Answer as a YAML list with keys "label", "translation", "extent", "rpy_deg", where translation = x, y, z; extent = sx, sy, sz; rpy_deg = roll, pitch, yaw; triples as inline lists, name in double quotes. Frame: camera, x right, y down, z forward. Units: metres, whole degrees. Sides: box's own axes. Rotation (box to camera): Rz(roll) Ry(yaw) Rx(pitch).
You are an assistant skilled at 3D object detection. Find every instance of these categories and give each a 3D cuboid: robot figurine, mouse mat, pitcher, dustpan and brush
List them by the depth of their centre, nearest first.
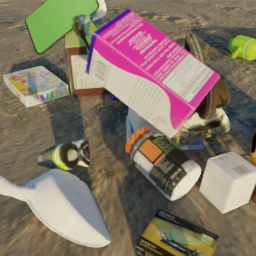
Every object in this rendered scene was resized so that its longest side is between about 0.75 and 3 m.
- label: "dustpan and brush"
  translation: [-1.512, 1.254, 5.125]
  extent: [0.730, 2.551, 1.781]
  rpy_deg: [-40, 42, 1]
- label: "mouse mat"
  translation: [-2.617, -4.357, 10.704]
  extent: [2.981, 0.112, 2.399]
  rpy_deg: [-33, 60, 10]
- label: "pitcher"
  translation: [-1.969, -4.620, 11.265]
  extent: [1.610, 1.138, 1.877]
  rpy_deg: [-34, 34, -19]
- label: "robot figurine"
  translation: [5.806, -3.969, 13.860]
  extent: [1.508, 0.994, 1.719]
  rpy_deg: [-17, 37, -25]

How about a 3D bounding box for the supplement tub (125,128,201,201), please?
- label: "supplement tub"
  translation: [0.743, 0.763, 6.393]
  extent: [0.998, 0.998, 1.628]
  rpy_deg: [-24, 52, -32]

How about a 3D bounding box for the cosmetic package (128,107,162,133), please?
- label: "cosmetic package"
  translation: [0.602, -0.525, 7.978]
  extent: [0.958, 1.152, 0.964]
  rpy_deg: [-7, 48, -13]

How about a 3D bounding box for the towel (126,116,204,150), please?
- label: "towel"
  translation: [1.019, 0.091, 8.332]
  extent: [2.208, 0.263, 1.622]
  rpy_deg: [1, 34, 1]

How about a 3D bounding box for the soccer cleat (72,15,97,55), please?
- label: "soccer cleat"
  translation: [-1.042, -2.796, 9.101]
  extent: [0.878, 0.678, 2.098]
  rpy_deg: [-23, 79, -25]

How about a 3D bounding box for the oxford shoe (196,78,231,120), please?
- label: "oxford shoe"
  translation: [2.371, -0.840, 7.546]
  extent: [0.879, 0.757, 2.083]
  rpy_deg: [25, 42, 3]

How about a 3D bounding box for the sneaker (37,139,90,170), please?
- label: "sneaker"
  translation: [-1.409, 0.610, 6.494]
  extent: [0.748, 0.683, 1.848]
  rpy_deg: [-6, -7, 14]

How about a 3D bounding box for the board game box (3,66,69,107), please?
- label: "board game box"
  translation: [-3.612, -1.684, 10.875]
  extent: [1.646, 0.419, 2.449]
  rpy_deg: [-23, 40, -31]

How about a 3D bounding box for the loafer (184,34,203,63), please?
- label: "loafer"
  translation: [2.332, -2.296, 10.181]
  extent: [0.739, 2.350, 0.844]
  rpy_deg: [-22, 50, 11]

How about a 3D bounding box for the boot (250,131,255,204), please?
- label: "boot"
  translation: [2.773, 0.852, 5.913]
  extent: [0.427, 1.247, 1.174]
  rpy_deg: [11, 59, 37]

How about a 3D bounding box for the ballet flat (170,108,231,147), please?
- label: "ballet flat"
  translation: [2.222, -0.139, 7.929]
  extent: [2.410, 0.908, 0.818]
  rpy_deg: [-16, 49, -31]

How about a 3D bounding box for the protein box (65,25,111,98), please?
- label: "protein box"
  translation: [-0.948, -2.783, 11.154]
  extent: [2.875, 1.940, 2.854]
  rpy_deg: [-6, 34, -9]

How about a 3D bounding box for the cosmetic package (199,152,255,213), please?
- label: "cosmetic package"
  translation: [2.152, 1.153, 6.026]
  extent: [0.778, 0.929, 0.773]
  rpy_deg: [-12, 34, -27]

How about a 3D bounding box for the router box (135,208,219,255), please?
- label: "router box"
  translation: [0.898, 2.145, 5.125]
  extent: [1.237, 0.323, 0.973]
  rpy_deg: [18, 38, 25]

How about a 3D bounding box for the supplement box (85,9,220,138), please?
- label: "supplement box"
  translation: [0.508, -1.283, 6.714]
  extent: [2.742, 1.387, 1.417]
  rpy_deg: [40, 59, 7]

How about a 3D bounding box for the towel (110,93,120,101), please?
- label: "towel"
  translation: [0.205, -1.364, 9.221]
  extent: [1.502, 0.372, 1.109]
  rpy_deg: [-7, 34, 19]
